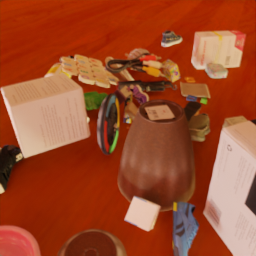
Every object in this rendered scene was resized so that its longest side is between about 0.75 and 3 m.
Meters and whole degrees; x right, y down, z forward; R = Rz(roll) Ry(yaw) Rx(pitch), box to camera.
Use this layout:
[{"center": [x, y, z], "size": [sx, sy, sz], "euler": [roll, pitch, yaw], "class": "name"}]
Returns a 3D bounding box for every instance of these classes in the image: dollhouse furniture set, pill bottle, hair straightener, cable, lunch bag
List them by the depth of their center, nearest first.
[{"center": [0.074, -0.796, 10.441], "size": [1.528, 1.211, 1.085], "euler": [48, 47, -3], "class": "dollhouse furniture set"}, {"center": [0.334, -2.989, 12.612], "size": [2.842, 0.715, 1.380], "euler": [2, 67, -28], "class": "cable"}, {"center": [0.895, -1.771, 12.740], "size": [2.813, 0.576, 1.082], "euler": [0, 28, -10], "class": "hair straightener"}, {"center": [-3.312, -2.186, 12.872], "size": [0.996, 0.996, 1.790], "euler": [4, 35, 5], "class": "pill bottle"}, {"center": [4.549, -2.966, 14.428], "size": [0.919, 0.442, 1.146], "euler": [-4, 36, -5], "class": "lunch bag"}]

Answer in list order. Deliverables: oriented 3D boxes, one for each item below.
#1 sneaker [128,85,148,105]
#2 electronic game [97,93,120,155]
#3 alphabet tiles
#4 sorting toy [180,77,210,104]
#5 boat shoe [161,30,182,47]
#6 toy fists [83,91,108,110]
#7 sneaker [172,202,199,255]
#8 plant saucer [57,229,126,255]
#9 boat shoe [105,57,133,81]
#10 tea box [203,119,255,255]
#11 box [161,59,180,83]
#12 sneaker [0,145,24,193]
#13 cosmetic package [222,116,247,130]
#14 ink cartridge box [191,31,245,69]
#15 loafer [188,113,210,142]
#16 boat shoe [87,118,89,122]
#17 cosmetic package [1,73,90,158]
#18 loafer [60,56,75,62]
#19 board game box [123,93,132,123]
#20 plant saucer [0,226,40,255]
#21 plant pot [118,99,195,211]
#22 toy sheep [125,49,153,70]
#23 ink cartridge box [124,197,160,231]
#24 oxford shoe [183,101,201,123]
[{"center": [0.393, -1.311, 11.834], "size": [0.558, 0.540, 1.338], "euler": [-5, 40, -32], "class": "sneaker"}, {"center": [-0.570, -0.116, 9.018], "size": [0.412, 1.981, 1.981], "euler": [5, 36, 10], "class": "electronic game"}, {"center": [-1.781, -2.794, 13.566], "size": [2.812, 0.210, 2.875], "euler": [10, 32, -22], "class": "alphabet tiles"}, {"center": [3.017, -1.671, 12.784], "size": [1.282, 0.310, 2.277], "euler": [7, 37, 2], "class": "sorting toy"}, {"center": [2.879, -5.908, 18.111], "size": [0.672, 0.863, 1.900], "euler": [28, 44, 33], "class": "boat shoe"}, {"center": [-1.529, -1.094, 11.382], "size": [0.916, 0.618, 1.796], "euler": [-13, 18, -27], "class": "toy fists"}, {"center": [1.399, 2.503, 6.776], "size": [0.671, 0.564, 1.711], "euler": [2, 35, 10], "class": "sneaker"}, {"center": [-0.850, 2.966, 6.398], "size": [1.655, 0.303, 1.655], "euler": [1, 36, 0], "class": "plant saucer"}, {"center": [-0.387, -2.695, 13.290], "size": [0.604, 1.705, 0.591], "euler": [-27, 18, 47], "class": "boat shoe"}, {"center": [3.607, 1.323, 6.427], "size": [2.839, 2.886, 1.928], "euler": [-13, 38, -17], "class": "tea box"}, {"center": [2.021, -2.731, 13.408], "size": [0.481, 0.789, 0.760], "euler": [-32, 42, -7], "class": "box"}, {"center": [-3.676, 1.092, 8.583], "size": [1.072, 0.700, 1.916], "euler": [-22, 39, -21], "class": "sneaker"}, {"center": [4.099, 0.236, 9.937], "size": [0.772, 0.545, 1.492], "euler": [-8, 36, -11], "class": "cosmetic package"}, {"center": [4.745, -4.182, 14.968], "size": [2.410, 1.749, 1.005], "euler": [-4, 34, -5], "class": "ink cartridge box"}, {"center": [2.205, -0.074, 9.176], "size": [0.812, 0.752, 2.160], "euler": [6, 12, 23], "class": "loafer"}, {"center": [-2.807, -0.375, 10.399], "size": [2.624, 0.869, 0.917], "euler": [16, -3, -21], "class": "boat shoe"}, {"center": [-2.542, -0.479, 8.672], "size": [2.059, 1.713, 1.723], "euler": [-19, 33, -22], "class": "cosmetic package"}, {"center": [-3.246, -3.868, 15.677], "size": [1.228, 0.428, 0.462], "euler": [6, 36, 8], "class": "loafer"}, {"center": [-0.009, -0.824, 11.022], "size": [0.301, 0.878, 1.062], "euler": [5, 30, 0], "class": "board game box"}, {"center": [-2.904, 3.108, 6.013], "size": [2.026, 0.514, 2.026], "euler": [1, 36, 0], "class": "plant saucer"}, {"center": [0.832, 0.573, 7.787], "size": [2.337, 2.500, 2.337], "euler": [-1, 36, 0], "class": "plant pot"}, {"center": [0.571, -3.522, 14.355], "size": [1.745, 1.203, 1.203], "euler": [-28, 44, -21], "class": "toy sheep"}, {"center": [0.387, 2.118, 6.969], "size": [0.627, 0.975, 0.611], "euler": [20, 79, 15], "class": "ink cartridge box"}, {"center": [2.091, -0.324, 10.526], "size": [0.721, 0.720, 2.021], "euler": [35, 43, 28], "class": "oxford shoe"}]
